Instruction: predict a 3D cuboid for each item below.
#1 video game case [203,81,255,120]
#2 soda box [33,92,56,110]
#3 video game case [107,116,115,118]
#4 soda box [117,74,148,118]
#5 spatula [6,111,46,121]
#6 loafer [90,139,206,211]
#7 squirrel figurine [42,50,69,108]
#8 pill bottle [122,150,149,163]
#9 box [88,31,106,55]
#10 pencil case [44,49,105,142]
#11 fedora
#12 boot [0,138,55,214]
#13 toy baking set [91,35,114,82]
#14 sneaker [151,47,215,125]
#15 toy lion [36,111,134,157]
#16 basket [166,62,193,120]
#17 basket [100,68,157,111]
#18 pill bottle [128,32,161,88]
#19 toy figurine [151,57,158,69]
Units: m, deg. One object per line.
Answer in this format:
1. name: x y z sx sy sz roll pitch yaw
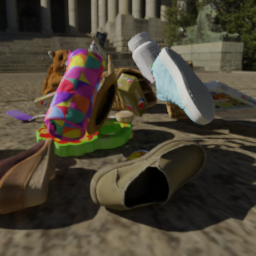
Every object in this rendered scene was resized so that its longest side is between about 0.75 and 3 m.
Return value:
1. video game case: 3.084 -0.780 9.113 2.964 0.267 2.123 17 -8 -29
2. soda box: -3.142 -1.094 11.057 1.073 0.364 0.344 -19 27 9
3. video game case: -0.833 -0.234 9.968 0.888 0.112 0.975 -2 18 13
4. soda box: 0.151 -1.108 9.963 0.579 0.613 1.810 21 -18 27
5. spatula: -3.283 -0.379 10.691 2.991 0.307 0.845 6 9 18
6. loafer: 0.549 0.862 4.845 2.384 0.906 0.804 -20 23 -28
7. squirrel figurine: -3.610 -2.634 14.653 2.094 2.762 2.959 -10 18 -36
8. pill bottle: 0.190 0.784 5.669 0.540 0.540 0.988 5 15 20
9. box: -1.344 -2.516 10.522 0.393 1.710 1.359 17 -20 -17
10. pencil case: -1.117 -0.743 5.997 0.924 0.924 2.090 2 55 9
11. fedora: -0.877 -0.699 7.241 0.728 1.786 1.786 21 18 8
12. boot: -2.379 0.758 5.149 1.928 0.839 2.318 -1 16 -7
13. toy baking set: -0.729 -1.865 8.321 0.190 1.634 1.254 -4 -4 23
14. sneaker: 1.356 -0.939 7.502 1.002 1.110 2.710 12 43 -30
15. toy lion: -1.203 0.141 7.905 2.422 0.831 2.321 7 25 10
16. basket: 1.707 -1.353 10.698 1.486 1.995 1.424 1 29 34
17. basket: 0.101 -1.956 13.696 2.013 1.929 2.702 7 16 30
18. pill bottle: 1.107 -3.415 14.036 1.407 2.482 1.407 -29 -6 -3
19. toy figurine: 1.534 -2.657 12.143 0.757 0.617 0.822 28 -45 -34
